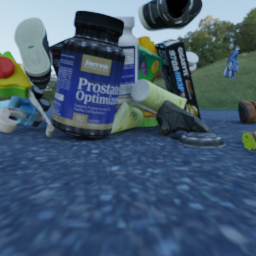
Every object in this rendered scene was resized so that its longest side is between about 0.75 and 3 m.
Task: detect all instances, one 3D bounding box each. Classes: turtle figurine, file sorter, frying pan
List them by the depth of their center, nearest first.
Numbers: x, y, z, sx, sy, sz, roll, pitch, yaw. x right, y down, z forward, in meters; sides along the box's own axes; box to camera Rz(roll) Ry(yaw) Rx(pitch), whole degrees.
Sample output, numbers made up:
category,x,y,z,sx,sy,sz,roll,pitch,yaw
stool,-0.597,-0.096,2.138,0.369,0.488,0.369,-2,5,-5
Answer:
category,x,y,z,sx,sy,sz,roll,pitch,yaw
turtle figurine,2.771,0.137,5.238,1.239,0.495,1.536,-5,7,-45
frying pan,1.493,0.219,6.049,0.942,0.254,1.558,0,8,-1
file sorter,0.689,-1.263,11.005,1.447,1.004,0.901,23,5,5

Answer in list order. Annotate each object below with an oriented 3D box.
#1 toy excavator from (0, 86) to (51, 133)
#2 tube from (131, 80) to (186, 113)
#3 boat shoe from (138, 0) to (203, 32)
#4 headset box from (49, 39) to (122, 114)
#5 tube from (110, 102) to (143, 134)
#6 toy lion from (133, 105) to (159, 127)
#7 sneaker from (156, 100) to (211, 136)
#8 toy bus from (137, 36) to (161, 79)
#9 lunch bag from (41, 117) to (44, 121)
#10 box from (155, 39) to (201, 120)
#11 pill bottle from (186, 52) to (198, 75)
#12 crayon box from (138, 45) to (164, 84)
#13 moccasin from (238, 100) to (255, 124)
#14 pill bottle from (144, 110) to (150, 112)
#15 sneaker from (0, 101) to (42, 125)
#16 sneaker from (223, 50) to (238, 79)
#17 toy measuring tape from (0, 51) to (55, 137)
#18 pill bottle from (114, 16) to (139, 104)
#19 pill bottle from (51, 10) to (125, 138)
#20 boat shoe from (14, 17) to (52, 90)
category,x,y,z,sx,sy,sz,roll,pitch,yaw
toy excavator,-3.236,-0.510,8.280,1.805,0.902,1.755,6,40,-52
tube,1.016,-0.726,8.006,0.687,0.615,2.368,-38,-32,24
boat shoe,1.348,-3.103,7.286,0.856,0.909,2.532,-16,12,48
headset box,-1.349,-1.525,9.406,2.015,2.707,1.045,14,42,38
tube,-0.070,-0.278,8.493,0.682,0.762,2.627,-9,0,13
toy lion,-0.074,-0.478,11.209,2.591,0.890,2.484,2,13,-4
sneaker,1.318,-0.017,7.106,1.483,0.850,0.567,33,-8,20
toy bus,0.756,-2.653,10.522,0.540,1.660,0.650,-10,-4,-14
lunch bag,-4.417,-0.502,12.595,1.036,0.482,1.176,2,6,26
box,1.744,-1.674,10.043,0.651,2.830,2.250,-17,18,3
pill bottle,2.357,-2.445,11.609,0.746,0.746,1.288,-1,-33,-15
crayon box,0.086,-2.164,9.956,0.755,1.540,2.593,11,23,-31
moccasin,5.349,-0.656,12.020,1.111,1.053,2.878,-7,-8,24
pill bottle,1.315,-0.691,13.669,1.031,0.577,0.577,3,2,-37
sneaker,-4.852,-0.648,11.333,2.707,1.001,1.109,2,1,26
sneaker,3.512,-2.100,9.341,0.408,0.993,0.367,30,41,30
toy measuring tape,-2.956,-0.868,7.060,1.078,2.930,1.078,-32,-15,-10
pill bottle,-0.349,-1.885,7.753,1.306,2.256,1.306,0,20,0
pill bottle,-0.874,-1.204,6.474,1.463,2.616,1.463,11,12,-2
boat shoe,-2.475,-2.035,7.422,0.831,2.313,0.782,-14,-30,-8
